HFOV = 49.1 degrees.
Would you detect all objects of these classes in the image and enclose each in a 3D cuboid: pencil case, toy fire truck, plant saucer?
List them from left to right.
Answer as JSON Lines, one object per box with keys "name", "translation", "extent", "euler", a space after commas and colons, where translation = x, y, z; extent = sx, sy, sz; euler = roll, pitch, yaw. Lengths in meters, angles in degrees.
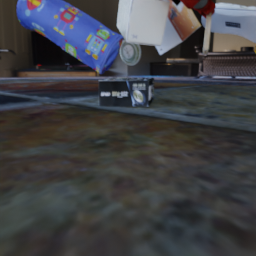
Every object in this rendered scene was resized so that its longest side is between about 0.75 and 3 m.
{"name": "pencil case", "translation": [-1.596, -2.647, 7.733], "extent": [2.979, 1.162, 1.294], "euler": [32, -25, 5]}
{"name": "plant saucer", "translation": [0.035, -3.221, 11.861], "extent": [1.146, 1.146, 0.288], "euler": [-10, 15, -39]}
{"name": "toy fire truck", "translation": [1.602, -2.987, 6.774], "extent": [2.018, 1.299, 1.777], "euler": [50, 23, 11]}

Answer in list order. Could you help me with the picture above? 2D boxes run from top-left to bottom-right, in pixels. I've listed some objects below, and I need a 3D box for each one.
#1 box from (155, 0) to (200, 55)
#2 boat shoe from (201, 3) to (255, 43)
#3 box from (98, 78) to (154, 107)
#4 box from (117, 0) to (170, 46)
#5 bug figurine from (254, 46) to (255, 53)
{"name": "box", "translation": [1.628, -3.989, 10.646], "extent": [1.085, 1.553, 2.040], "euler": [-22, 18, 44]}
{"name": "boat shoe", "translation": [3.474, -3.093, 8.018], "extent": [2.612, 0.926, 0.912], "euler": [25, 64, 34]}
{"name": "box", "translation": [0.013, -1.740, 13.201], "extent": [2.218, 1.166, 2.708], "euler": [2, 13, 9]}
{"name": "box", "translation": [0.331, -3.346, 8.355], "extent": [1.011, 1.235, 2.601], "euler": [4, 29, -11]}
{"name": "bug figurine", "translation": [4.446, -3.090, 8.342], "extent": [1.881, 0.484, 1.458], "euler": [-38, 22, 26]}
